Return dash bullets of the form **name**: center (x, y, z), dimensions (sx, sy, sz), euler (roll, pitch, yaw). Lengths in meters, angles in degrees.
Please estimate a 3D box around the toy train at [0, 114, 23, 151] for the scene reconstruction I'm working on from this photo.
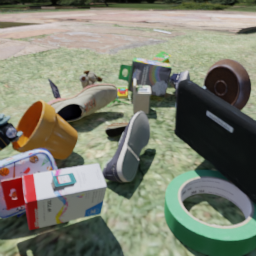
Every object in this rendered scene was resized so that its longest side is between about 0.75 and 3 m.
- **toy train**: center (-3.494, 0.154, 7.264), dimensions (1.018, 0.761, 1.787), euler (-42, 31, -28)

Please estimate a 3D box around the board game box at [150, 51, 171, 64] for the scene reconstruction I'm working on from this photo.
- **board game box**: center (1.002, -2.918, 13.735), dimensions (2.310, 0.346, 1.104), euler (-36, 33, 2)

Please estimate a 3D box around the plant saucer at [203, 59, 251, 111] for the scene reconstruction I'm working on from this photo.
- **plant saucer**: center (3.156, -1.330, 9.283), dimensions (0.321, 1.863, 1.863), euler (-13, 30, -33)

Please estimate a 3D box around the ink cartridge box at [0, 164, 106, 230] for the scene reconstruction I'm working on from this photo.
- **ink cartridge box**: center (-1.403, 1.349, 5.375), dimensions (1.804, 1.048, 0.607), euler (-7, 47, -21)

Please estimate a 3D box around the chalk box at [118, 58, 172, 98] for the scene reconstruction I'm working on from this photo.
- **chalk box**: center (0.668, -2.228, 12.052), dimensions (2.127, 1.323, 1.317), euler (12, 20, 1)

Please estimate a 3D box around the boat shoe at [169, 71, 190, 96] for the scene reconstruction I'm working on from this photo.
- **boat shoe**: center (2.160, -1.869, 12.383), dimensions (0.815, 0.656, 1.758), euler (0, 39, 29)

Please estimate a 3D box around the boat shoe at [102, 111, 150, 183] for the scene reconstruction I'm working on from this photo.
- **boat shoe**: center (-0.044, 0.443, 7.737), dimensions (0.792, 0.917, 2.525), euler (-15, 34, 31)

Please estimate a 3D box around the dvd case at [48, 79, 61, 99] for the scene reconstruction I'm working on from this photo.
- **dvd case**: center (-2.809, -1.395, 10.854), dimensions (0.082, 0.763, 1.026), euler (-21, -10, 0)

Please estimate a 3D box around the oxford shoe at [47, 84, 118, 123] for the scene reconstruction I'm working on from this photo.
- **oxford shoe**: center (-1.537, -0.777, 10.128), dimensions (2.906, 1.028, 1.073), euler (-25, 31, -19)

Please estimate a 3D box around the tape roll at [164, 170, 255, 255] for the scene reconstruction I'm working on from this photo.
- **tape roll**: center (1.848, 1.737, 6.071), dimensions (2.109, 0.507, 2.109), euler (0, 28, 0)

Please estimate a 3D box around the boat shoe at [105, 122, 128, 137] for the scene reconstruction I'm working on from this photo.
- **boat shoe**: center (-0.142, -0.015, 9.121), dimensions (1.237, 0.468, 0.457), euler (-2, 38, 15)

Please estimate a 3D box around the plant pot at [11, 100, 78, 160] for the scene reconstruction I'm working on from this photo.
- **plant pot**: center (-2.204, 0.196, 7.770), dimensions (1.359, 1.485, 1.485), euler (32, 8, -36)

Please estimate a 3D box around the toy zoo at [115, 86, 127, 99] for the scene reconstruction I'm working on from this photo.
- **toy zoo**: center (-0.465, -1.581, 12.571), dimensions (0.863, 0.135, 1.315), euler (0, 28, -1)

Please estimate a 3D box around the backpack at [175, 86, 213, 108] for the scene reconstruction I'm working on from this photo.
- **backpack**: center (2.187, -0.795, 9.622), dimensions (0.944, 1.113, 1.253), euler (29, -20, -16)

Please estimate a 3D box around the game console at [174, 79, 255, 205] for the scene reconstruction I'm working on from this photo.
- **game console**: center (2.601, 0.264, 6.571), dimensions (1.687, 2.550, 2.899), euler (-24, 43, -22)

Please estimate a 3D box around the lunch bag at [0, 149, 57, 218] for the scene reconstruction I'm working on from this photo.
- **lunch bag**: center (-2.270, 1.213, 6.072), dimensions (1.537, 1.231, 0.581), euler (-21, 13, -13)

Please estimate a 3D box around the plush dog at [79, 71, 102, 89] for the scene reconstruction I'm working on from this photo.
- **plush dog**: center (-1.662, -2.066, 12.407), dimensions (1.041, 0.835, 0.894), euler (30, 62, -16)

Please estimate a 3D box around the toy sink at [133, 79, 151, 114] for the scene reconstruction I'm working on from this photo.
- **toy sink**: center (0.524, -1.236, 10.822), dimensions (0.658, 1.174, 0.765), euler (1, 29, 0)

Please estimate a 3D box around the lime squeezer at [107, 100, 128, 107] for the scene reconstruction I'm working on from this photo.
- **lime squeezer**: center (-0.449, -1.048, 11.502), dimensions (0.921, 0.174, 0.325), euler (-8, 37, -19)
